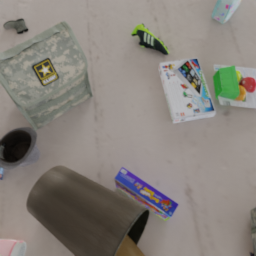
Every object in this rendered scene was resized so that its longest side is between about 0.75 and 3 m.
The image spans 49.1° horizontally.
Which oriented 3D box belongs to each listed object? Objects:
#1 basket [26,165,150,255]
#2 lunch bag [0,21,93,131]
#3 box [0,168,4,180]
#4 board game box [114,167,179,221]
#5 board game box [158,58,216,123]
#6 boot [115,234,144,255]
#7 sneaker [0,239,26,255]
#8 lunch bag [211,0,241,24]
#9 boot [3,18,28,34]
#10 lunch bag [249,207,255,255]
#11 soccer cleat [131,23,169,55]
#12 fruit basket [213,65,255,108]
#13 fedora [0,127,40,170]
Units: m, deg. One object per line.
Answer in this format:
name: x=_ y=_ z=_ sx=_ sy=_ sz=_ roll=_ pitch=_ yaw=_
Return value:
basket: x=-1.133 y=2.354 z=7.484 sx=2.829 sy=2.551 sz=1.924 roll=29 pitch=44 yaw=20
lunch bag: x=-2.571 y=-1.593 z=8.676 sx=2.453 sy=2.991 sz=1.758 roll=-33 pitch=70 yaw=-14
box: x=-4.836 y=1.098 z=8.970 sx=1.690 sy=0.318 sz=1.154 roll=-2 pitch=67 yaw=-1
board game box: x=0.483 y=1.944 z=8.106 sx=1.835 sy=1.234 sz=0.411 roll=32 pitch=71 yaw=13
board game box: x=2.054 y=-1.377 z=9.988 sx=1.471 sy=0.403 sz=2.331 roll=-9 pitch=67 yaw=-4
boot: x=-0.205 y=3.918 z=7.514 sx=2.024 sy=0.669 sz=1.773 roll=39 pitch=59 yaw=9
sneaker: x=-3.714 y=4.128 z=7.327 sx=1.274 sy=0.918 sz=2.438 roll=12 pitch=60 yaw=0
lunch bag: x=4.098 y=-5.203 z=11.065 sx=0.702 sy=1.462 sz=1.823 roll=33 pitch=72 yaw=12
boot: x=-4.499 y=-4.000 z=11.200 sx=0.899 sy=0.304 sz=0.587 roll=-21 pitch=74 yaw=-7
lunch bag: x=4.368 y=3.030 z=7.536 sx=1.968 sy=1.371 sz=1.651 roll=7 pitch=61 yaw=1
soccer cleat: x=0.846 y=-3.278 z=10.795 sx=1.699 sy=0.573 sz=0.688 roll=45 pitch=102 yaw=11
fruit basket: x=3.952 y=-1.442 z=9.932 sx=1.826 sy=0.856 sz=1.691 roll=6 pitch=66 yaw=-14
fedora: x=-3.335 y=0.731 z=8.785 sx=1.650 sy=0.745 sz=1.460 roll=5 pitch=62 yaw=28
